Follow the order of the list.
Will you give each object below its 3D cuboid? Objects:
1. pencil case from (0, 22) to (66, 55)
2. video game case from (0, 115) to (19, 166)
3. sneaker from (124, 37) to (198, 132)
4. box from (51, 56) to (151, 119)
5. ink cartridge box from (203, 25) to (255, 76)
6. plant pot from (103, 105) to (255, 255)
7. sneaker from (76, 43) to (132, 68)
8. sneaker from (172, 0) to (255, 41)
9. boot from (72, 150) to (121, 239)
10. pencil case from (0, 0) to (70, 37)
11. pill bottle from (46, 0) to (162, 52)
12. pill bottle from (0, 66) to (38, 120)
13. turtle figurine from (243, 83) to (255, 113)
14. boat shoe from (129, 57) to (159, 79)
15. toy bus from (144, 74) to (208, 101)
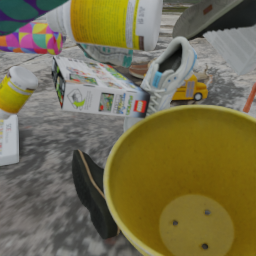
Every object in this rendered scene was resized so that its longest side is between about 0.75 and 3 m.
[{"bbox_3d":[-3.527,-3.119,9.548,2.681,1.185,1.185,4,28,5],"label":"pencil case"},{"bbox_3d":[-4.282,0.411,7.311,2.661,0.305,2.422,-10,29,-18],"label":"video game case"},{"bbox_3d":[0.449,-0.624,4.684,0.757,2.018,0.875,28,2,17],"label":"sneaker"},{"bbox_3d":[-0.611,-0.781,4.838,1.248,0.394,2.267,5,20,-20],"label":"box"},{"bbox_3d":[3.573,-3.431,8.643,0.848,2.973,2.416,-23,68,-23],"label":"ink cartridge box"},{"bbox_3d":[0.998,1.103,4.116,2.444,1.735,2.444,-5,45,5],"label":"plant pot"},{"bbox_3d":[-0.901,-2.244,7.851,1.190,1.012,2.609,7,-1,26],"label":"sneaker"},{"bbox_3d":[2.488,-2.916,7.748,1.334,0.939,2.512,15,-23,-36],"label":"sneaker"},{"bbox_3d":[-0.213,1.131,5.595,1.428,0.800,2.065,-9,42,-27],"label":"boot"},{"bbox_3d":[-1.414,-1.950,3.816,2.122,0.903,0.981,0,58,44],"label":"pencil case"},{"bbox_3d":[-0.490,-2.344,5.864,2.266,1.238,1.238,10,29,9],"label":"pill bottle"},{"bbox_3d":[-2.470,-0.709,5.979,0.628,1.149,0.628,37,23,-19],"label":"pill bottle"},{"bbox_3d":[3.129,-1.106,4.494,0.911,2.830,2.282,49,18,9],"label":"turtle figurine"},{"bbox_3d":[1.354,-2.750,12.703,2.615,0.939,0.990,4,28,7],"label":"boat shoe"},{"bbox_3d":[1.751,-1.518,10.375,2.294,0.898,0.747,-3,28,-5],"label":"toy bus"}]
